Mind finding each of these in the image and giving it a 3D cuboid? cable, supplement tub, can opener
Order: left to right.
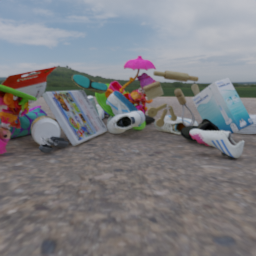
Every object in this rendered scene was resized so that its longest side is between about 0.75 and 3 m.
[{"bbox_3d":[-2.866,0.102,9.744,0.956,0.956,1.315,-3,9,-20],"label":"supplement tub"},{"bbox_3d":[-2.355,0.526,8.746,0.374,0.469,1.404,35,2,13],"label":"can opener"},{"bbox_3d":[5.372,-0.178,12.439,2.027,0.702,2.026,2,8,7],"label":"cable"}]

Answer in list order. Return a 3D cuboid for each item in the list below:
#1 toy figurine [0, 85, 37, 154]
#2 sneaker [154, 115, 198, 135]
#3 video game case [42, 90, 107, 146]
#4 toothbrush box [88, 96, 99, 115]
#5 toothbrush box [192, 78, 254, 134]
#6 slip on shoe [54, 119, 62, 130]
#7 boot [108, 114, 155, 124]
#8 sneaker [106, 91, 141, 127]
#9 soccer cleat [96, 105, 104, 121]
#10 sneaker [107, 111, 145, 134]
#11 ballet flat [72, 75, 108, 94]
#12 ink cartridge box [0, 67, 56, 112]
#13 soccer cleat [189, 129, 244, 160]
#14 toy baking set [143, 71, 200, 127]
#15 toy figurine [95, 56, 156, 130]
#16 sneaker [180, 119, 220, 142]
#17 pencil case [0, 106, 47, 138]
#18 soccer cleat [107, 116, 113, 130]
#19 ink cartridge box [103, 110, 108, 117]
[{"bbox_3d":[-3.788,-0.189,8.369,1.655,2.029,2.205,18,-1,6],"label":"toy figurine"},{"bbox_3d":[1.930,-0.117,11.952,1.941,0.743,0.784,4,12,36],"label":"sneaker"},{"bbox_3d":[-1.908,-0.506,10.789,0.260,2.067,2.886,-32,-1,18],"label":"video game case"},{"bbox_3d":[-1.876,-0.736,12.811,0.901,1.230,0.525,-21,19,-19],"label":"toothbrush box"},{"bbox_3d":[3.283,-0.610,9.913,0.780,1.829,1.339,-20,-12,-30],"label":"toothbrush box"},{"bbox_3d":[-3.015,-0.184,13.053,1.667,0.505,0.634,4,9,22],"label":"slip on shoe"},{"bbox_3d":[0.156,-0.537,14.899,1.544,0.865,2.232,-1,18,-45],"label":"boot"},{"bbox_3d":[-0.150,-0.708,11.905,0.729,1.806,0.691,-41,2,33],"label":"sneaker"},{"bbox_3d":[-1.799,-0.750,15.190,0.791,0.977,2.264,1,9,3],"label":"soccer cleat"},{"bbox_3d":[-0.281,-0.220,11.078,0.735,0.758,2.075,-14,-6,-42],"label":"sneaker"},{"bbox_3d":[-1.669,-1.805,11.954,1.594,0.563,0.563,14,4,-20],"label":"ballet flat"},{"bbox_3d":[-3.720,-1.272,9.864,2.365,0.675,1.923,-18,7,42],"label":"ink cartridge box"},{"bbox_3d":[2.554,0.286,8.051,1.575,0.680,0.550,30,27,27],"label":"soccer cleat"},{"bbox_3d":[1.889,-1.081,10.745,2.796,2.146,0.325,1,14,-11],"label":"toy baking set"},{"bbox_3d":[0.333,-1.702,12.121,2.622,2.848,2.138,-49,-8,39],"label":"toy figurine"},{"bbox_3d":[2.432,0.072,9.625,1.757,0.672,1.007,17,-24,51],"label":"sneaker"},{"bbox_3d":[-4.376,-0.273,11.561,1.053,1.144,2.475,-2,7,15],"label":"pencil case"},{"bbox_3d":[-0.645,-0.331,13.230,0.537,0.664,1.538,11,13,3],"label":"soccer cleat"},{"bbox_3d":[-1.680,-1.048,17.344,2.008,0.436,1.989,1,-8,22],"label":"ink cartridge box"}]
